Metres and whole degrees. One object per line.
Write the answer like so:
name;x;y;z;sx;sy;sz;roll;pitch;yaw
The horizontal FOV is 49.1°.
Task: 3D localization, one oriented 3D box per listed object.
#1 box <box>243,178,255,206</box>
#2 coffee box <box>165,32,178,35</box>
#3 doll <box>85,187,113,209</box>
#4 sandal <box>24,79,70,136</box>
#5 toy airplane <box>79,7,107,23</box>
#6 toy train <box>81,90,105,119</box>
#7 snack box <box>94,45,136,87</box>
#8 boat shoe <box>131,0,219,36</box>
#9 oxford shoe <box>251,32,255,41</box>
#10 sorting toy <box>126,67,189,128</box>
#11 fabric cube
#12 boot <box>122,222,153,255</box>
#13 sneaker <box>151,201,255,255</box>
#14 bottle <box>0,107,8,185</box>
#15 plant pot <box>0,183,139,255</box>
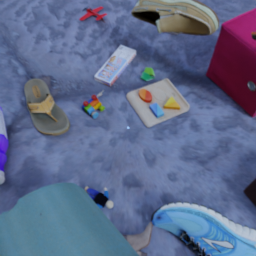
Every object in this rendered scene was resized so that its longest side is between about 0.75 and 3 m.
box;4.290;2.108;6.470;1.416;1.060;2.828;-27;59;-16
coffee box;1.776;-4.204;10.890;0.651;0.454;1.139;16;58;10
doll;-0.741;1.742;6.974;0.915;0.222;0.624;18;52;33
sandal;-2.601;-0.734;8.514;0.989;0.665;2.463;-25;60;-15
toy airplane;-1.360;-4.575;11.268;1.233;0.227;1.233;0;57;0
toy train;-0.921;-0.744;8.712;0.562;0.411;0.972;44;66;13
snack box;-0.424;-2.186;9.722;0.641;0.217;1.782;25;61;16
boat shoe;1.231;-3.114;8.128;1.062;0.999;2.789;-46;52;-13
oxford shoe;3.488;-1.917;6.477;1.404;0.509;0.500;12;21;-3
sorting toy;0.769;-1.108;8.968;1.562;0.311;2.113;-24;61;-15
fabric cube;4.070;-2.086;8.516;2.184;2.142;2.177;-29;62;-17
boot;0.133;2.633;6.530;0.743;0.357;1.016;11;58;9
sneaker;1.810;2.576;6.136;2.850;1.117;1.282;20;62;13
bottle;-3.892;0.372;7.690;1.071;0.837;2.565;-17;58;-13
plant pot;-1.065;2.725;5.176;2.859;2.859;2.800;-31;55;-19
